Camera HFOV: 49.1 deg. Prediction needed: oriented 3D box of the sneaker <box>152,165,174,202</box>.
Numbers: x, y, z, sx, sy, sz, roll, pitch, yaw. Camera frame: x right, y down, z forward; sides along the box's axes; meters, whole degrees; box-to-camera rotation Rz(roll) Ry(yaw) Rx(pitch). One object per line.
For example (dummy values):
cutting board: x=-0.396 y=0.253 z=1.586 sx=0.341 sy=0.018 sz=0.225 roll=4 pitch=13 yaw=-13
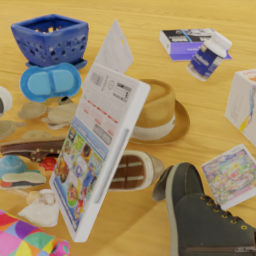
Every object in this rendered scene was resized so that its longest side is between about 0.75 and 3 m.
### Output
sneaker: x=0.719 y=1.165 z=5.694 sx=0.306 sy=0.435 sz=0.819 roll=37 pitch=64 yaw=3

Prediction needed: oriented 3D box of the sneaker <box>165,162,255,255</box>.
sneaker: x=1.420 y=1.459 z=4.541 sx=1.346 sy=0.948 sz=2.535 roll=-30 pitch=34 yaw=29

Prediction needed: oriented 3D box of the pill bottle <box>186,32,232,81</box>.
pill bottle: x=2.695 y=-2.366 z=9.324 sx=0.850 sy=1.470 sz=0.850 roll=25 pitch=31 yaw=-16

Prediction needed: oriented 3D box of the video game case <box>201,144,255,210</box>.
video game case: x=2.097 y=0.936 z=5.630 sx=1.032 sy=0.130 sz=1.441 roll=-33 pitch=20 yaw=15

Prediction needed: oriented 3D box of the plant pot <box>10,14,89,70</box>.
plant pot: x=-2.760 y=-2.983 z=10.376 sx=2.010 sy=1.807 sz=2.010 roll=25 pitch=44 yaw=30

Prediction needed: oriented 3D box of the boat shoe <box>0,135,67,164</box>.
boat shoe: x=-1.888 y=0.487 z=6.047 sx=1.597 sy=0.562 sz=0.562 roll=-4 pitch=-7 yaw=-30

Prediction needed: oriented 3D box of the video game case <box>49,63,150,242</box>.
video game case: x=-0.655 y=0.272 z=4.851 sx=0.235 sy=2.612 sz=1.870 roll=17 pitch=11 yaw=-32

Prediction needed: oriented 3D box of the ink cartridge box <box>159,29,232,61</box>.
ink cartridge box: x=2.967 y=-3.776 z=12.524 sx=2.653 sy=0.581 sz=2.678 roll=-3 pitch=37 yaw=-6

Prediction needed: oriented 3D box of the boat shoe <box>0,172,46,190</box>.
boat shoe: x=-2.048 y=1.061 z=5.489 sx=0.857 sy=0.268 sz=0.305 roll=6 pitch=27 yaw=-38

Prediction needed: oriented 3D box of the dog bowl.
dog bowl: x=-2.466 y=-1.426 z=8.825 sx=1.946 sy=1.085 sz=0.482 roll=-17 pitch=15 yaw=-33

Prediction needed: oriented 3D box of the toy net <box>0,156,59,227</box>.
toy net: x=-1.907 y=1.233 z=5.827 sx=1.226 sy=0.451 sz=2.336 roll=-10 pitch=38 yaw=-36

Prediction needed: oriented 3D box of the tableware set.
tableware set: x=-2.469 y=-0.110 z=7.316 sx=2.123 sy=0.295 sz=2.542 roll=13 pitch=37 yaw=26

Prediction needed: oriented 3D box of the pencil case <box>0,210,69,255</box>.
pencil case: x=-1.942 y=1.870 z=4.474 sx=2.111 sy=0.933 sz=0.933 roll=14 pitch=38 yaw=22

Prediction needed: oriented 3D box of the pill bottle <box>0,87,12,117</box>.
pill bottle: x=-3.432 y=-0.483 z=6.557 sx=0.831 sy=0.831 sz=1.435 roll=7 pitch=24 yaw=10

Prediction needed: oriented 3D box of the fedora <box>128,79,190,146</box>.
fedora: x=0.566 y=-0.620 z=7.658 sx=2.592 sy=1.057 sz=2.592 roll=3 pitch=39 yaw=-3

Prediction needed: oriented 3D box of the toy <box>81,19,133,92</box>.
toy: x=-0.485 y=-1.410 z=7.576 sx=0.595 sy=2.522 sz=1.452 roll=2 pitch=55 yaw=-36

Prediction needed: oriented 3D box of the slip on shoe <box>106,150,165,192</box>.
slip on shoe: x=-0.414 y=0.819 z=5.637 sx=2.436 sy=0.926 sz=0.738 roll=-11 pitch=-5 yaw=37

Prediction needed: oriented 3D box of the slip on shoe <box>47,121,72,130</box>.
slip on shoe: x=-1.687 y=-0.397 z=8.015 sx=1.353 sy=0.410 sz=0.515 roll=-24 pitch=43 yaw=-29

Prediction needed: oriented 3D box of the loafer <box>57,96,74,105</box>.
loafer: x=-1.919 y=-0.830 z=8.551 sx=0.350 sy=0.311 sz=0.921 roll=-38 pitch=35 yaw=-23

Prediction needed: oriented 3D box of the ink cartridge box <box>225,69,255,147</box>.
ink cartridge box: x=3.770 y=-0.488 z=7.233 sx=1.484 sy=1.458 sz=2.016 roll=-10 pitch=37 yaw=-13
